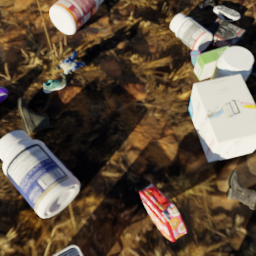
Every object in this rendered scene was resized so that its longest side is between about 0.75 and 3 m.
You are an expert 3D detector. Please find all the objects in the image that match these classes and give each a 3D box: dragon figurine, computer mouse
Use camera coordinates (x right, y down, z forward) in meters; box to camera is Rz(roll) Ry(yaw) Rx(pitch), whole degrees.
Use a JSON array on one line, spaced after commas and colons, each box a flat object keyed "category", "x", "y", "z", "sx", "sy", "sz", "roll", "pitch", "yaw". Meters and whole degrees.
[{"category": "dragon figurine", "x": -2.326, "y": -2.818, "z": 11.982, "sx": 1.181, "sy": 0.699, "sz": 2.375, "roll": -25, "pitch": 20, "yaw": 23}, {"category": "computer mouse", "x": 4.670, "y": -5.857, "z": 14.237, "sx": 2.047, "sy": 0.449, "sz": 1.123, "roll": 39, "pitch": 55, "yaw": 22}]

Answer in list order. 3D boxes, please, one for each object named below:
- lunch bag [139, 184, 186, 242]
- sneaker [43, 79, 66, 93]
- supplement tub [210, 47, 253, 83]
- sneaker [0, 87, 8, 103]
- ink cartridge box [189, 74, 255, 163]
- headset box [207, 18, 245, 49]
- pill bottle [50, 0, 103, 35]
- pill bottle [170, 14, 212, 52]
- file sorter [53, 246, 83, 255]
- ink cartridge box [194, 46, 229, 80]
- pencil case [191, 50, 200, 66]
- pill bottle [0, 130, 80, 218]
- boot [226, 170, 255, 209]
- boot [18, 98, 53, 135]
[{"category": "lunch bag", "x": 1.025, "y": 2.505, "z": 8.624, "sx": 0.674, "sy": 1.449, "sz": 1.645, "roll": -29, "pitch": 29, "yaw": -15}, {"category": "sneaker", "x": -3.162, "y": -1.877, "z": 12.035, "sx": 1.063, "sy": 0.485, "sz": 0.413, "roll": -30, "pitch": 66, "yaw": -16}, {"category": "supplement tub", "x": 4.184, "y": -2.228, "z": 11.440, "sx": 1.347, "sy": 1.853, "sz": 1.347, "roll": 0, "pitch": 61, "yaw": 0}, {"category": "sneaker", "x": -5.670, "y": -0.661, "z": 11.273, "sx": 2.258, "sy": 0.785, "sz": 1.123, "roll": -40, "pitch": 75, "yaw": -15}, {"category": "ink cartridge box", "x": 3.546, "y": -0.311, "z": 10.346, "sx": 1.807, "sy": 1.839, "sz": 2.499, "roll": -12, "pitch": 63, "yaw": -2}, {"category": "headset box", "x": 4.616, "y": -4.365, "z": 13.317, "sx": 1.626, "sy": 0.628, "sz": 1.210, "roll": 34, "pitch": 66, "yaw": 19}, {"category": "pill bottle", "x": -2.415, "y": -5.961, "z": 13.689, "sx": 1.497, "sy": 1.497, "sz": 2.733, "roll": 29, "pitch": 65, "yaw": 15}, {"category": "pill bottle", "x": 2.918, "y": -4.468, "z": 13.117, "sx": 1.079, "sy": 1.079, "sz": 1.862, "roll": -34, "pitch": 66, "yaw": -17}, {"category": "file sorter", "x": -1.666, "y": 4.249, "z": 7.911, "sx": 1.180, "sy": 1.896, "sz": 1.315, "roll": -24, "pitch": 64, "yaw": -17}, {"category": "ink cartridge box", "x": 3.976, "y": -2.893, "z": 12.263, "sx": 2.021, "sy": 1.049, "sz": 0.599, "roll": -19, "pitch": 63, "yaw": -9}, {"category": "pencil case", "x": 3.008, "y": -3.083, "z": 12.390, "sx": 0.403, "sy": 0.873, "sz": 0.371, "roll": 8, "pitch": 76, "yaw": 21}, {"category": "pill bottle", "x": -3.158, "y": 1.453, "z": 9.556, "sx": 1.633, "sy": 1.633, "sz": 2.941, "roll": -41, "pitch": 68, "yaw": -20}, {"category": "boot", "x": 4.067, "y": 2.169, "z": 9.902, "sx": 1.024, "sy": 0.407, "sz": 1.177, "roll": 16, "pitch": 72, "yaw": 7}, {"category": "boot", "x": -3.764, "y": -0.552, "z": 11.313, "sx": 1.110, "sy": 0.622, "sz": 1.605, "roll": -15, "pitch": 75, "yaw": -13}]
